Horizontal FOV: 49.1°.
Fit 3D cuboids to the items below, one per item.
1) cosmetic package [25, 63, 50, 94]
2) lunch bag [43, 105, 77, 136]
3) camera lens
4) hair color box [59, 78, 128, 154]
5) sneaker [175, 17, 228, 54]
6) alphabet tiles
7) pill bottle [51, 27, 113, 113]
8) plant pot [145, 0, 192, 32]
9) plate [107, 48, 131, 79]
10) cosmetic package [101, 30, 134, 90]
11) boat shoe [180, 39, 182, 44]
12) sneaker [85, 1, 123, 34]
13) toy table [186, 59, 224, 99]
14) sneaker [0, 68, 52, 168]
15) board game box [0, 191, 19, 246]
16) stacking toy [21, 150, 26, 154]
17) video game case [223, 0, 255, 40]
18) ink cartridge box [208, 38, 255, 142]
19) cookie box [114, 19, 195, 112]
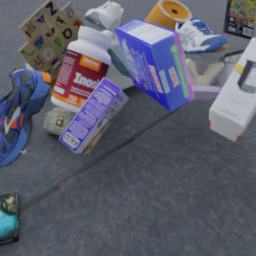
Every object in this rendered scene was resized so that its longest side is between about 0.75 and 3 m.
[{"bbox_3d":[-4.220,-2.311,13.057,0.777,0.921,1.723,-19,43,-21],"label":"cosmetic package"},{"bbox_3d":[-2.316,-0.330,10.742,1.335,0.957,1.628,14,48,19],"label":"lunch bag"},{"bbox_3d":[3.660,-1.467,8.792,1.527,1.909,1.527,-12,8,2],"label":"camera lens"},{"bbox_3d":[-0.886,-0.273,7.680,0.656,1.107,2.026,38,92,12],"label":"hair color box"},{"bbox_3d":[2.149,-2.947,8.924,0.982,1.150,2.609,-6,17,-22],"label":"sneaker"},{"bbox_3d":[-2.297,-2.721,9.680,0.094,2.971,2.472,26,70,38],"label":"alphabet tiles"},{"bbox_3d":[-1.445,-1.839,9.125,1.458,2.581,1.458,19,8,-3],"label":"pill bottle"},{"bbox_3d":[1.546,-4.088,11.942,2.383,2.182,2.383,11,54,-15],"label":"plant pot"},{"bbox_3d":[-0.418,-2.345,10.016,0.205,1.600,1.600,-39,48,0],"label":"plate"},{"bbox_3d":[-0.884,-2.903,12.460,1.793,2.174,1.792,-19,40,8],"label":"cosmetic package"},{"bbox_3d":[1.296,-2.473,8.946,0.374,1.034,0.374,-10,74,-35],"label":"boat shoe"},{"bbox_3d":[-0.828,-4.196,10.334,0.923,1.052,2.625,30,19,1],"label":"sneaker"},{"bbox_3d":[2.249,-1.472,8.797,1.652,0.967,1.518,3,-6,34],"label":"toy table"},{"bbox_3d":[-2.448,-0.235,5.886,0.893,2.276,0.858,22,4,-28],"label":"sneaker"},{"bbox_3d":[-4.212,2.665,7.734,2.255,0.318,1.526,-11,42,-12],"label":"board game box"},{"bbox_3d":[-2.999,0.578,6.813,0.625,0.829,0.195,-25,62,17],"label":"stacking toy"},{"bbox_3d":[3.533,-3.479,8.789,1.285,1.161,0.164,1,10,-31],"label":"video game case"},{"bbox_3d":[2.941,-0.869,7.067,0.917,1.581,2.142,29,83,22],"label":"ink cartridge box"},{"bbox_3d":[0.675,-1.767,7.647,0.847,1.928,2.254,-30,37,-8],"label":"cookie box"}]
